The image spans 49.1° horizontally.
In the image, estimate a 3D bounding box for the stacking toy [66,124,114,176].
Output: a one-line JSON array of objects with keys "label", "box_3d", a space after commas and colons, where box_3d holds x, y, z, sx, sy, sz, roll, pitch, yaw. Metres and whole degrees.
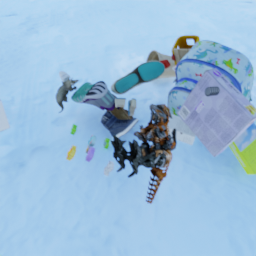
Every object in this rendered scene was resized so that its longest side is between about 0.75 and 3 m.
[{"label": "stacking toy", "box_3d": [-1.163, 0.598, 8.846, 1.400, 0.436, 1.857, 26, 27, -20]}]

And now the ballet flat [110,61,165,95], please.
[{"label": "ballet flat", "box_3d": [0.313, -1.928, 10.594, 2.274, 0.767, 0.709, -26, 11, -17]}]

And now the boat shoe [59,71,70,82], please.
[{"label": "boat shoe", "box_3d": [-2.004, -1.645, 8.780, 0.304, 0.276, 0.828, -35, 8, -8]}]

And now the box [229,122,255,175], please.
[{"label": "box", "box_3d": [3.585, 0.422, 8.499, 1.065, 1.747, 0.416, -35, 4, -22]}]

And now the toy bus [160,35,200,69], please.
[{"label": "toy bus", "box_3d": [2.634, -2.836, 11.850, 2.082, 2.207, 1.140, 32, 63, -11]}]

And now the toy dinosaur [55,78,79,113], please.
[{"label": "toy dinosaur", "box_3d": [-2.291, -1.231, 9.886, 0.602, 1.564, 0.800, 41, 18, 7]}]

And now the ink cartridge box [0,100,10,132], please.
[{"label": "ink cartridge box", "box_3d": [-5.252, -0.770, 10.589, 0.761, 1.298, 1.772, -25, 44, -30]}]

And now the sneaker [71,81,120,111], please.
[{"label": "sneaker", "box_3d": [-1.259, -1.017, 10.373, 0.969, 1.140, 2.605, -50, 25, -13]}]

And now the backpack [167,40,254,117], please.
[{"label": "backpack", "box_3d": [2.785, -1.222, 9.692, 2.733, 2.987, 2.195, 30, 62, 29]}]

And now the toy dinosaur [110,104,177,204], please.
[{"label": "toy dinosaur", "box_3d": [0.579, 0.605, 6.721, 1.583, 1.192, 2.333, 0, 72, -31]}]

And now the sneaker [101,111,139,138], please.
[{"label": "sneaker", "box_3d": [-0.346, -0.234, 9.512, 0.994, 1.375, 0.523, 52, 43, -5]}]

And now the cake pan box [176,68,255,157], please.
[{"label": "cake pan box", "box_3d": [2.359, -0.358, 7.709, 0.495, 1.893, 1.743, -19, 62, -34]}]

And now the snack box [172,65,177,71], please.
[{"label": "snack box", "box_3d": [2.328, -2.500, 11.204, 1.179, 0.424, 0.143, -25, 26, 52]}]

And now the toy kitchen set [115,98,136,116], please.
[{"label": "toy kitchen set", "box_3d": [-0.117, -0.831, 9.701, 0.738, 0.921, 0.543, 2, 71, -7]}]

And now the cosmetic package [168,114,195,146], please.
[{"label": "cosmetic package", "box_3d": [1.646, 0.001, 9.665, 1.430, 0.807, 0.580, 18, 68, 13]}]

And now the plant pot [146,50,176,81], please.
[{"label": "plant pot", "box_3d": [1.734, -2.949, 13.501, 1.322, 1.444, 1.444, -1, 35, -24]}]

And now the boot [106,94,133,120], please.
[{"label": "boot", "box_3d": [-0.634, -0.663, 10.710, 0.766, 0.748, 2.031, -26, 57, -27]}]
